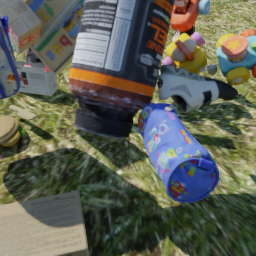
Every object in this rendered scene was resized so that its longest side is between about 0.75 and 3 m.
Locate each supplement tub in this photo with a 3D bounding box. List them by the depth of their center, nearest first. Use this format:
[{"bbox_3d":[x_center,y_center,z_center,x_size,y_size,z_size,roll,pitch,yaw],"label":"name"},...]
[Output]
[{"bbox_3d":[-0.159,-1.331,4.942,1.552,2.902,1.552,13,8,-2],"label":"supplement tub"}]

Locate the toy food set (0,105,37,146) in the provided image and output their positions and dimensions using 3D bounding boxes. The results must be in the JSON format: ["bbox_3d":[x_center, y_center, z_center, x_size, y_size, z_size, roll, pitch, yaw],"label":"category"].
[{"bbox_3d":[-3.511,0.191,7.449,1.396,0.406,2.022,22,48,35],"label":"toy food set"}]

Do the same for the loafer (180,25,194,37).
[{"bbox_3d":[1.873,-3.140,8.864,0.435,1.280,0.449,23,70,20],"label":"loafer"}]

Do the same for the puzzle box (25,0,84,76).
[{"bbox_3d":[-1.603,-2.953,7.289,1.884,2.832,0.360,48,24,-9],"label":"puzzle box"}]

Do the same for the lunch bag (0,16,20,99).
[{"bbox_3d":[-3.324,-1.465,5.620,2.084,2.601,0.983,-16,65,-16],"label":"lunch bag"}]

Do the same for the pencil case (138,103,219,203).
[{"bbox_3d":[0.642,0.236,4.045,0.684,0.761,1.752,18,24,-22],"label":"pencil case"}]

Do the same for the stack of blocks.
[{"bbox_3d":[-3.260,-3.042,6.886,0.705,1.386,2.408,-45,98,-20],"label":"stack of blocks"}]

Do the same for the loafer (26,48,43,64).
[{"bbox_3d":[-3.634,-2.920,10.961,0.860,0.754,2.393,-13,40,-16],"label":"loafer"}]

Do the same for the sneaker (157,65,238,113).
[{"bbox_3d":[1.258,-0.602,5.185,1.636,0.724,0.606,11,-1,-18],"label":"sneaker"}]

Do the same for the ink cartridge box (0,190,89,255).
[{"bbox_3d":[-1.557,1.916,5.040,1.550,0.582,1.277,-9,38,-11],"label":"ink cartridge box"}]

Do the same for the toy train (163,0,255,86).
[{"bbox_3d":[1.665,-1.976,5.524,2.703,0.752,2.031,27,89,33],"label":"toy train"}]

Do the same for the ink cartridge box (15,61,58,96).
[{"bbox_3d":[-3.076,-1.731,9.164,1.298,1.139,0.544,9,39,10],"label":"ink cartridge box"}]
